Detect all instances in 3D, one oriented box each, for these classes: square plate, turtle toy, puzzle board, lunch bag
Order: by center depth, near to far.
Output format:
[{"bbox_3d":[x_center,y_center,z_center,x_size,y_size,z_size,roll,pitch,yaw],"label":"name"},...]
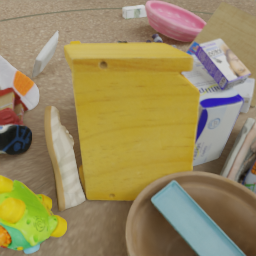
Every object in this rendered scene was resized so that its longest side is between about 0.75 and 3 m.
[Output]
[{"bbox_3d":[3.059,0.830,4.641,0.886,2.344,1.878,25,8,-19],"label":"lunch bag"},{"bbox_3d":[-1.967,1.478,4.848,0.895,1.290,1.770,-52,44,-6],"label":"turtle toy"},{"bbox_3d":[3.432,-2.357,8.741,2.990,2.253,0.260,43,14,30],"label":"puzzle board"},{"bbox_3d":[-2.672,-2.354,9.126,0.186,1.305,1.293,33,64,-12],"label":"square plate"}]

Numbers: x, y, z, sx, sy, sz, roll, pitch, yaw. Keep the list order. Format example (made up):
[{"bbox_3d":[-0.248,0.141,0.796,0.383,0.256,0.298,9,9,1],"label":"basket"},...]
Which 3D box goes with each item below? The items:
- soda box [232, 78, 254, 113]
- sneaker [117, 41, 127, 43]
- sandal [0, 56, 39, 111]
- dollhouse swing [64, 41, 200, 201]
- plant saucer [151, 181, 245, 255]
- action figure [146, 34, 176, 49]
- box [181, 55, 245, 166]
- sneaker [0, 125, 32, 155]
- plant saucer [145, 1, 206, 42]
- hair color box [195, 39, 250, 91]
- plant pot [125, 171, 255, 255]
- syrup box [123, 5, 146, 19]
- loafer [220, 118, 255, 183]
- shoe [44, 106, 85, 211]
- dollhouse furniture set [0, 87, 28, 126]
[{"bbox_3d":[2.401,-1.081,8.060,2.160,0.736,0.688,13,62,20],"label":"soda box"},{"bbox_3d":[-0.159,-3.216,10.853,0.280,0.382,0.843,7,40,-33],"label":"sneaker"},{"bbox_3d":[-3.467,-1.371,8.367,2.137,0.613,0.819,46,70,2],"label":"sandal"},{"bbox_3d":[-0.093,-0.393,5.846,2.578,2.837,2.494,0,29,3],"label":"dollhouse swing"},{"bbox_3d":[1.094,1.610,4.275,0.599,0.162,1.712,-30,67,-35],"label":"plant saucer"},{"bbox_3d":[0.961,-2.081,7.630,1.037,0.675,0.360,53,25,12],"label":"action figure"},{"bbox_3d":[1.447,-0.426,6.546,1.023,1.793,1.949,-11,45,-17],"label":"box"},{"bbox_3d":[-2.899,0.235,6.116,0.729,0.717,1.893,11,6,24],"label":"sneaker"},{"bbox_3d":[2.015,-4.560,12.094,2.874,0.729,2.874,14,37,-11],"label":"plant saucer"},{"bbox_3d":[1.862,-1.279,5.583,0.558,0.331,1.021,-21,65,-19],"label":"hair color box"},{"bbox_3d":[1.133,1.887,4.357,2.328,1.075,2.328,0,39,0],"label":"plant pot"},{"bbox_3d":[0.360,-6.047,14.596,1.204,0.474,0.490,-16,42,-19],"label":"syrup box"},{"bbox_3d":[2.688,0.583,6.191,0.776,0.887,2.468,27,43,19],"label":"loafer"},{"bbox_3d":[-1.273,0.564,5.550,0.549,2.056,0.719,-9,0,-14],"label":"shoe"},{"bbox_3d":[-3.712,-0.129,7.233,2.073,0.843,1.116,-22,42,1],"label":"dollhouse furniture set"}]
